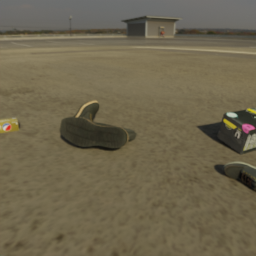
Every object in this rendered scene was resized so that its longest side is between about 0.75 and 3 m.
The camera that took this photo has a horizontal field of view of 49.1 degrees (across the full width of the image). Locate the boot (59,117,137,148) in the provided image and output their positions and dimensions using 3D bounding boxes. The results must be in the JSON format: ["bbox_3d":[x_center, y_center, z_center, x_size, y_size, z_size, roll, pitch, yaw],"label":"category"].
[{"bbox_3d":[-1.001,0.199,9.954,2.439,0.945,1.687,16,6,16],"label":"boot"}]

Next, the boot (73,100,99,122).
[{"bbox_3d":[-1.411,-0.214,10.979,1.457,0.816,2.107,16,50,30],"label":"boot"}]

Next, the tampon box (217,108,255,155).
[{"bbox_3d":[4.258,0.068,9.902,1.627,1.027,1.219,-10,34,-26],"label":"tampon box"}]

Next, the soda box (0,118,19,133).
[{"bbox_3d":[-5.119,-0.055,11.235,1.312,0.444,0.420,-10,23,-24],"label":"soda box"}]

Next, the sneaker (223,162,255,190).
[{"bbox_3d":[3.237,1.331,7.635,1.303,0.487,0.692,11,22,23],"label":"sneaker"}]
